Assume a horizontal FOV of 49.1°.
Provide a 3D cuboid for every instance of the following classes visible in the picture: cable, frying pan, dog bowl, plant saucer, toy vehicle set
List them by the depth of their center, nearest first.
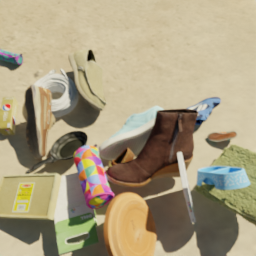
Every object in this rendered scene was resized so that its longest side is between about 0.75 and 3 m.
[{"bbox_3d":[0.159,2.780,7.541,0.332,2.056,2.056,-22,50,34],"label":"plant saucer"},{"bbox_3d":[2.563,1.353,7.775,0.939,1.685,0.418,-9,90,-21],"label":"dog bowl"},{"bbox_3d":[-3.062,2.054,8.418,2.086,0.276,1.296,-4,62,20],"label":"toy vehicle set"},{"bbox_3d":[-2.184,0.902,9.274,1.363,0.367,2.253,7,46,32],"label":"frying pan"},{"bbox_3d":[-2.842,-1.250,10.758,1.839,0.637,1.838,-35,66,-19],"label":"cable"}]

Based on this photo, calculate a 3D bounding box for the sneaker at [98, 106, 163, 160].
[{"bbox_3d":[0.162,0.137,9.686,2.729,1.009,1.118,-25,44,-5],"label":"sneaker"}]

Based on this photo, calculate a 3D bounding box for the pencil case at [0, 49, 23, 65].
[{"bbox_3d":[-5.050,-3.036,11.952,1.103,0.510,0.470,16,81,12],"label":"pencil case"}]

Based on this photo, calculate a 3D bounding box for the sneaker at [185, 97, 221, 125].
[{"bbox_3d":[2.705,-0.526,10.312,1.839,0.680,0.756,-27,67,-11],"label":"sneaker"}]

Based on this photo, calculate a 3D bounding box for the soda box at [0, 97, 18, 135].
[{"bbox_3d":[-4.418,-0.456,10.342,0.454,0.481,1.419,-5,58,-3],"label":"soda box"}]

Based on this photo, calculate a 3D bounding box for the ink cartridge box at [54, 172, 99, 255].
[{"bbox_3d":[-1.592,2.499,8.352,1.161,0.663,2.237,-14,58,-7],"label":"ink cartridge box"}]

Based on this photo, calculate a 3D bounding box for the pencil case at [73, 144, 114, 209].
[{"bbox_3d":[-1.018,1.376,8.175,0.860,0.860,1.945,-15,47,-9],"label":"pencil case"}]

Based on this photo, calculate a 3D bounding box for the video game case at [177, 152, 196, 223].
[{"bbox_3d":[1.676,1.728,8.063,0.157,1.742,1.248,-12,40,11],"label":"video game case"}]

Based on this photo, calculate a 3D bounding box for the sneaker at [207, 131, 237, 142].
[{"bbox_3d":[3.351,0.321,9.944,1.010,0.404,0.360,-6,79,21],"label":"sneaker"}]

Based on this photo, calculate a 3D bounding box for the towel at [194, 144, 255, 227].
[{"bbox_3d":[3.426,1.584,8.162,2.033,0.500,2.741,-49,30,-11],"label":"towel"}]

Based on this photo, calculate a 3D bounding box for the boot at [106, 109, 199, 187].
[{"bbox_3d":[0.698,0.522,8.291,2.734,2.275,0.989,-4,26,-16],"label":"boot"}]

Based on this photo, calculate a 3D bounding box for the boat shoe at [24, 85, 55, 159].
[{"bbox_3d":[-2.932,-0.219,9.618,0.906,0.955,2.523,-1,88,-44],"label":"boat shoe"}]

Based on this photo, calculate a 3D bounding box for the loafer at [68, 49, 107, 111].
[{"bbox_3d":[-1.429,-1.962,10.635,1.006,1.115,2.947,-33,64,15],"label":"loafer"}]

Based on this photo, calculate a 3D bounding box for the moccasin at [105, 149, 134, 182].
[{"bbox_3d":[-0.380,1.211,9.115,1.322,0.510,0.484,-42,39,2],"label":"moccasin"}]
